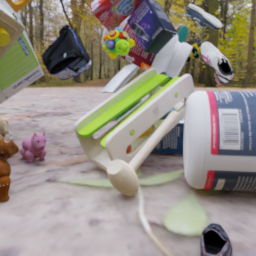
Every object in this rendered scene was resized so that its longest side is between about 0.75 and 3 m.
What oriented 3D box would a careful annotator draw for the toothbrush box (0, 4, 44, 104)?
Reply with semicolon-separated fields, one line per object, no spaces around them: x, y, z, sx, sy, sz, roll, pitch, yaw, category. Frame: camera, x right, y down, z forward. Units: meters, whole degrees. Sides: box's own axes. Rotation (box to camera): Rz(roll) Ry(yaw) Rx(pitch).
-3.340;-1.816;7.159;1.577;2.166;0.932;-40;68;-15;toothbrush box

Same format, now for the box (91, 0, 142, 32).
-0.143;-2.886;6.257;1.339;0.639;0.667;-36;37;17;box

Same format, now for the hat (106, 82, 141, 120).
0.066;-1.336;12.030;1.656;1.760;1.999;-13;13;-1;hat

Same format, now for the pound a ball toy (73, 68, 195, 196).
0.341;0.082;5.489;2.827;1.201;1.844;-40;40;-26;pound a ball toy

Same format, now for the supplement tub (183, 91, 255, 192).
2.128;0.221;4.592;2.338;1.641;1.641;2;11;7;supplement tub

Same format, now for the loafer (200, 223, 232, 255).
0.911;1.217;2.925;0.345;0.302;0.960;4;11;21;loafer

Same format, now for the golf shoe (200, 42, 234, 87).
2.259;-1.696;7.010;0.467;1.286;0.592;-24;-18;-8;golf shoe

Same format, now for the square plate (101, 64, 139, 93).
-0.242;-1.578;9.161;1.308;0.188;1.320;-48;20;-10;square plate

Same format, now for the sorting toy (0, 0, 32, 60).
-3.045;-1.787;5.687;0.408;2.996;1.687;45;8;21;sorting toy

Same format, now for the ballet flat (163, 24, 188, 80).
1.920;-3.190;11.839;0.804;2.281;0.745;14;12;-26;ballet flat

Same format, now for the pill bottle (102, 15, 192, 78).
0.536;-2.320;7.855;2.301;1.300;1.300;28;15;6;pill bottle

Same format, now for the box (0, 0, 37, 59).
-3.896;-2.699;8.814;0.778;2.589;1.510;1;41;18;box

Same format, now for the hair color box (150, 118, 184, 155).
1.219;0.154;7.204;2.716;0.822;1.358;2;11;9;hair color box

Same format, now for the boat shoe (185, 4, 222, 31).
1.956;-2.856;7.411;0.451;0.373;1.206;-13;51;-42;boat shoe

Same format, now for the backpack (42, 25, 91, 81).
-2.041;-2.315;9.209;1.434;1.505;1.159;-31;-27;11;backpack

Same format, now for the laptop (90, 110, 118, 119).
-1.035;-0.599;12.075;0.891;0.517;0.834;-4;5;45;laptop

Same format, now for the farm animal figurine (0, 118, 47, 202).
-2.877;0.198;5.113;2.407;1.499;2.981;-1;11;-6;farm animal figurine

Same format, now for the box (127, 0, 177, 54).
0.508;-2.198;6.087;0.490;0.939;0.694;-6;-27;-47;box

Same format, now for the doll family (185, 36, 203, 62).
2.289;-2.853;10.702;1.513;0.875;0.594;-27;-11;28;doll family

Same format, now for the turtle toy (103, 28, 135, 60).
-0.209;-1.771;5.848;0.623;0.432;0.855;-34;53;0;turtle toy
